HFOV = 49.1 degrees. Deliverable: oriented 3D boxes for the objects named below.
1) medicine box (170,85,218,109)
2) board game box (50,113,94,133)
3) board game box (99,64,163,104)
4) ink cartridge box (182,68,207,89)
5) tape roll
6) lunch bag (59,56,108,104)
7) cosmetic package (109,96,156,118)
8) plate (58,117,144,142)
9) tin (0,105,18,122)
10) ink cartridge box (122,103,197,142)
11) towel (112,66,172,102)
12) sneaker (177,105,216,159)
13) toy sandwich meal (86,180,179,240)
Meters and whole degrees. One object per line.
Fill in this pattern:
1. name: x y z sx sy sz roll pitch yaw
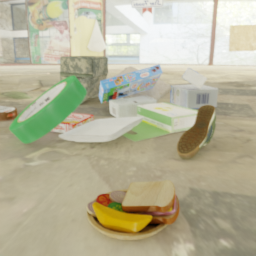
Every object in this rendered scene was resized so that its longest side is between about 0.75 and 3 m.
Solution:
1. medicine box: 3.229 -1.597 13.957 1.662 0.939 1.825 -5 16 -17
2. board game box: -2.080 -0.184 10.133 1.134 0.347 1.497 5 17 18
3. board game box: 0.037 -1.871 12.211 2.587 0.473 1.957 -19 -8 -11
4. ink cartridge box: 2.977 -2.229 12.552 0.941 0.542 1.625 33 16 7
5. tape roll: -2.438 -0.594 8.572 2.513 0.604 2.513 -31 24 16
6. lunch bag: -2.326 -2.594 14.905 1.974 2.377 2.834 5 16 15
7. cosmetic package: 0.216 -0.892 11.857 1.810 0.670 0.920 -12 24 -26
8. plate: -0.781 0.063 8.822 2.021 0.327 2.025 -3 15 32
9. tin: -5.547 -0.642 11.690 2.100 0.440 1.176 9 23 28
10. ink cartridge box: 0.895 -0.316 10.071 2.886 0.692 2.100 -8 18 -31
11. towel: 0.468 -2.083 13.978 2.986 0.515 1.979 31 57 30
12. sneaker: 2.021 0.295 7.867 0.660 0.884 1.968 11 50 34
13. toy sandwich meal: 0.073 1.272 4.727 1.593 0.546 1.593 0 16 0
